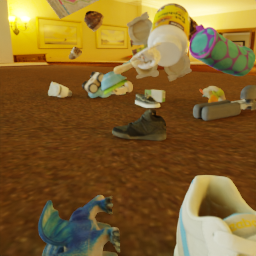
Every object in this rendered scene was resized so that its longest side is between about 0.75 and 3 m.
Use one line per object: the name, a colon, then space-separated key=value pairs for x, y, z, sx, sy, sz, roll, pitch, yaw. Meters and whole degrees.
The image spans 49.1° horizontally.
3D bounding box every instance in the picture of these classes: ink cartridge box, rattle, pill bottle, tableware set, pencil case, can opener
ink cartridge box: x=-1.087 y=-3.490 z=6.610 sx=1.899 sy=0.563 sz=0.986 roll=-20 pitch=-32 yaw=13
rattle: x=3.399 y=-1.262 z=12.078 sx=0.891 sy=0.978 sz=1.369 roll=40 pitch=-12 yaw=-38
pill bottle: x=1.085 y=-2.450 z=7.405 sx=1.013 sy=1.013 sz=1.855 roll=3 pitch=47 yaw=12
tableware set: x=0.958 y=-2.491 z=8.687 sx=1.833 sy=2.195 sz=0.255 roll=-3 pitch=21 yaw=21
ink cartridge box: x=1.214 y=-1.471 z=12.673 sx=0.931 sy=0.484 sz=0.276 roll=13 pitch=21 yaw=37
pencil case: x=2.187 y=-1.741 z=6.465 sx=1.680 sy=0.776 sz=0.715 roll=10 pitch=-13 yaw=-38
can opener: x=3.623 y=-0.970 z=10.026 sx=2.986 sy=0.998 sz=0.796 roll=-10 pitch=19 yaw=-31

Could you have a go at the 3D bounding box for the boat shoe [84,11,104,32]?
boat shoe: x=-0.899 y=-2.838 z=7.240 sx=0.433 sy=0.434 sz=1.232 roll=41 pitch=15 yaw=-22

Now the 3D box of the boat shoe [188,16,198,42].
boat shoe: x=2.311 y=-3.629 z=10.352 sx=0.717 sy=0.717 sz=2.038 roll=41 pitch=21 yaw=29

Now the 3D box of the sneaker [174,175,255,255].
sneaker: x=0.923 y=1.314 z=2.131 sx=1.005 sy=1.061 sz=2.628 roll=0 pitch=17 yaw=-7

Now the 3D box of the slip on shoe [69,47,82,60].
slip on shoe: x=-2.142 y=-3.002 z=11.327 sx=0.317 sy=0.397 sz=1.045 roll=-40 pitch=22 yaw=20

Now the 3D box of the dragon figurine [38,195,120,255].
dragon figurine: x=-0.680 y=1.218 z=3.203 sx=1.067 sy=0.632 sz=2.147 roll=-3 pitch=18 yaw=-9

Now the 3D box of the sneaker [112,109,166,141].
sneaker: x=0.293 y=-0.116 z=7.464 sx=1.454 sy=0.833 sz=0.556 roll=1 pitch=14 yaw=12

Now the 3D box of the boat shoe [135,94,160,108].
boat shoe: x=0.760 y=-1.136 z=11.536 sx=0.524 sy=0.471 sz=1.481 roll=-11 pitch=20 yaw=-33

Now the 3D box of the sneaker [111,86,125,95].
sneaker: x=-0.627 y=-1.983 z=14.447 sx=1.030 sy=0.470 sz=0.400 roll=4 pitch=16 yaw=14

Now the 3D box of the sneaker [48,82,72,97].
sneaker: x=-3.395 y=-1.819 z=13.796 sx=0.753 sy=0.715 sz=1.871 roll=8 pitch=12 yaw=-32

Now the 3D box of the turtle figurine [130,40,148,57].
turtle figurine: x=0.831 y=-3.351 z=11.579 sx=1.393 sy=1.728 sz=0.556 roll=-12 pitch=9 yaw=3

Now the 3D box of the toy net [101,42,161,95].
toy net: x=0.153 y=-1.119 z=5.170 sx=0.949 sy=0.349 sz=1.809 roll=-33 pitch=10 yaw=-30

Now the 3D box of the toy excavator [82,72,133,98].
toy excavator: x=-0.952 y=-1.983 z=13.715 sx=1.911 sy=1.965 sz=0.982 roll=-50 pitch=33 yaw=-8
